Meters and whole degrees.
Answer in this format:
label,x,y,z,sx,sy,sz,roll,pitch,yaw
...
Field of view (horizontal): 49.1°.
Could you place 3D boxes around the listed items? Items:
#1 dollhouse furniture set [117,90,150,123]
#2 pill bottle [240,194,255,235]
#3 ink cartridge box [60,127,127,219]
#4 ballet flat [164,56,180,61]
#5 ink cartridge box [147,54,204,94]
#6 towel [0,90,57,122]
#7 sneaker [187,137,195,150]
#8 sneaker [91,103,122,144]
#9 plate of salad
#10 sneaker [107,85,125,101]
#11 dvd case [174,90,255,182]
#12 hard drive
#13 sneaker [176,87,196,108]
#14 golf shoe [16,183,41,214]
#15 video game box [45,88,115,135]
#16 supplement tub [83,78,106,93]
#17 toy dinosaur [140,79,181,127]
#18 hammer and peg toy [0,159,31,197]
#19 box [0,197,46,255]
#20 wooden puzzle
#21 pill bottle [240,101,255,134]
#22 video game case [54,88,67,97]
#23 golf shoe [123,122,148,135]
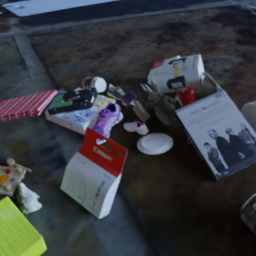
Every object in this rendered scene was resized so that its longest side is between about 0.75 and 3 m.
label,x,y,z,sx,sy,sz,roll,pitch,yaw
dollhouse furniture set,0.286,-0.628,11.346,1.349,1.069,0.957,52,16,20
pill bottle,3.760,2.551,6.502,1.139,1.139,2.144,-16,40,-19
ink cartridge box,-0.974,1.175,7.591,1.589,1.985,0.469,28,21,31
ballet flat,2.655,-3.104,13.893,0.878,0.878,2.448,-30,47,-32
ink cartridge box,2.141,-2.367,12.381,2.185,0.905,1.592,-6,34,22
towel,-4.206,-0.760,10.663,2.668,0.300,1.930,-10,29,13
sneaker,3.081,0.531,9.546,2.164,0.819,0.947,7,61,6
sneaker,-0.888,-0.237,10.181,0.760,0.835,1.890,21,53,19
plate of salad,0.924,0.577,9.636,1.227,0.295,1.227,-7,33,4
sneaker,-0.432,-1.526,12.092,1.121,0.503,0.376,25,33,28
dvd case,2.978,0.167,9.089,1.965,0.323,2.615,-23,66,-10
hard drive,-2.067,-0.998,10.540,1.708,0.323,1.193,-8,33,11
sneaker,2.474,-1.116,11.190,0.570,0.840,1.455,-2,44,-32
golf shoe,-2.815,1.965,7.925,0.535,0.431,1.101,-1,34,-37
video game box,-1.855,-0.731,11.162,1.915,0.492,2.102,19,42,25
supplement tub,-1.455,-1.837,12.022,0.648,0.648,0.923,-32,28,-34
toy dinosaur,1.544,-0.607,10.742,1.371,1.032,2.681,-19,69,-26
hammer and peg toy,-3.630,1.414,8.468,1.009,0.484,1.372,6,39,8
box,-3.575,3.028,6.272,1.770,0.692,2.904,31,48,33
wooden puzzle,3.794,-1.515,11.523,0.184,1.557,2.625,-42,35,19
pill bottle,5.364,-0.527,10.296,2.185,1.224,1.224,-14,41,-17
video game case,-2.878,-1.382,12.139,0.567,0.075,0.793,-34,57,-23
golf shoe,0.257,-0.078,10.251,1.046,0.479,0.394,12,50,34
